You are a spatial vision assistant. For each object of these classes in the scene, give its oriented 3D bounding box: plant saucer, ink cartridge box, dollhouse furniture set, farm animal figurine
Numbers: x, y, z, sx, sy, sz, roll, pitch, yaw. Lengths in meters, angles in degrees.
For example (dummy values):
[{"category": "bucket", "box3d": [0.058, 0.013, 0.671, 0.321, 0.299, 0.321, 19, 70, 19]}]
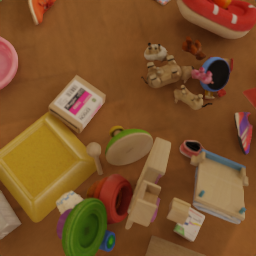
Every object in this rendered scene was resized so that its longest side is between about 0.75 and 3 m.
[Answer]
[{"category": "plant saucer", "box3d": [4.375, -0.310, 7.337, 2.191, 0.402, 2.187, 18, 30, -9]}, {"category": "ink cartridge box", "box3d": [1.676, 2.613, 7.661, 0.552, 0.333, 0.760, 30, 70, 11]}, {"category": "dollhouse furniture set", "box3d": [2.908, -1.580, 9.135, 0.751, 0.568, 1.396, 8, 87, 2]}, {"category": "dollhouse furniture set", "box3d": [1.476, 1.888, 6.758, 2.665, 1.739, 2.516, 21, 35, 4]}, {"category": "plant saucer", "box3d": [-4.677, -2.001, 9.203, 2.185, 0.554, 2.185, 0, 71, 0]}, {"category": "farm animal figurine", "box3d": [1.527, -1.583, 8.713, 2.155, 1.136, 2.179, 1, 74, 17]}, {"category": "ink cartridge box", "box3d": [-1.550, -0.740, 8.637, 1.156, 0.527, 1.403, 34, 68, 3]}, {"category": "dollhouse furniture set", "box3d": [1.826, 4.594, 6.870, 2.755, 2.244, 2.620, 31, 70, -26]}, {"category": "plant saucer", "box3d": [-2.519, 0.967, 8.112, 2.470, 0.598, 2.470, -42, 75, -13]}]

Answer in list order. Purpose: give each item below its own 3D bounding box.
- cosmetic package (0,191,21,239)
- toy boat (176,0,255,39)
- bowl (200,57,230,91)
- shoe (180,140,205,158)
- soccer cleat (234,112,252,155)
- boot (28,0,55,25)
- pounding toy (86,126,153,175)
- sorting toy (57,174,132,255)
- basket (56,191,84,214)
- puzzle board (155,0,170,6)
[{"category": "cosmetic package", "box3d": [-4.111, 2.021, 7.522, 1.239, 1.046, 2.319, -39, 78, -10]}, {"category": "toy boat", "box3d": [3.032, -4.140, 8.937, 2.749, 1.797, 1.794, 15, 44, -20]}, {"category": "bowl", "box3d": [2.708, -1.650, 8.691, 1.063, 0.209, 1.063, -8, 110, -23]}, {"category": "shoe", "box3d": [2.130, 0.762, 8.200, 1.245, 0.566, 0.445, 26, 72, 9]}, {"category": "soccer cleat", "box3d": [3.472, 0.145, 8.282, 0.463, 0.432, 1.265, -10, 80, 21]}, {"category": "boot", "box3d": [-3.088, -4.459, 10.073, 0.909, 0.636, 1.695, -4, 69, -7]}, {"category": "pounding toy", "box3d": [-0.274, 0.409, 7.980, 1.804, 1.393, 0.837, -22, 54, -5]}, {"category": "sorting toy", "box3d": [-0.958, 2.194, 7.012, 1.132, 2.757, 1.656, 4, 105, 30]}, {"category": "basket", "box3d": [-1.354, 2.045, 7.038, 0.611, 0.775, 0.878, -34, 92, -35]}, {"category": "puzzle board", "box3d": [1.444, -5.855, 10.780, 1.702, 0.196, 2.258, 41, 75, 13]}]
